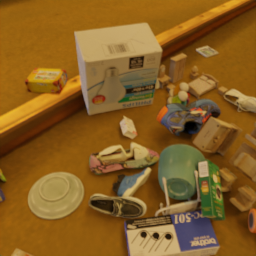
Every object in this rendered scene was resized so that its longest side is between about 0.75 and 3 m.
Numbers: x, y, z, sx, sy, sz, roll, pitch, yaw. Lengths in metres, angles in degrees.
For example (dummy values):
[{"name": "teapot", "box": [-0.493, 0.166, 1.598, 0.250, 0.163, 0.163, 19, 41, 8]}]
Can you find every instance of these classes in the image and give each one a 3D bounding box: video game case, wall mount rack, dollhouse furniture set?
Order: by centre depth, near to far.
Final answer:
[{"name": "wall mount rack", "box": [1.485, 1.967, 7.975, 1.644, 1.428, 0.613, -10, 45, -11]}, {"name": "dollhouse furniture set", "box": [3.615, 0.893, 8.766, 1.708, 2.253, 2.571, 12, 26, -47]}, {"name": "dollhouse furniture set", "box": [2.927, -2.212, 12.663, 2.132, 1.221, 2.500, -29, 50, -28]}, {"name": "video game case", "box": [4.426, -4.276, 15.719, 0.846, 0.109, 0.930, -20, 47, -20]}]

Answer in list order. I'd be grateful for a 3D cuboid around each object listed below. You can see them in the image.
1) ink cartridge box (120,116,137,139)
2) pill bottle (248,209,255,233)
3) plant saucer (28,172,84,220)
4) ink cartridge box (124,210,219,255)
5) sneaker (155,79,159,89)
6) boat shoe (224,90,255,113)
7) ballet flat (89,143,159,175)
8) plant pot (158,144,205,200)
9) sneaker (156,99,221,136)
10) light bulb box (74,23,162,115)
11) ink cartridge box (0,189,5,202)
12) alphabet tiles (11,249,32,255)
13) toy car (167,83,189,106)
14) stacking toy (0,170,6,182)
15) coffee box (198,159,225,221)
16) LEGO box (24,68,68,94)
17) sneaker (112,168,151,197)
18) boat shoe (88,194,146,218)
[{"name": "ink cartridge box", "box": [-0.013, -0.018, 10.799, 0.499, 0.289, 0.857, 28, 29, -34]}, {"name": "pill bottle", "box": [4.252, 2.650, 7.589, 1.788, 0.950, 0.950, 6, 43, 8]}, {"name": "plant saucer", "box": [-2.258, 1.977, 8.703, 1.729, 0.434, 1.729, 0, 43, 0]}, {"name": "ink cartridge box", "box": [1.122, 2.953, 7.576, 2.327, 0.514, 1.094, -5, 44, -6]}, {"name": "sneaker", "box": [1.196, -2.202, 12.851, 0.372, 0.522, 1.053, -35, 70, 18]}, {"name": "boat shoe", "box": [4.777, -1.073, 11.857, 0.739, 0.640, 1.733, -25, 46, -25]}, {"name": "ballet flat", "box": [-0.107, 0.955, 9.452, 2.444, 0.870, 0.845, -9, 31, -10]}, {"name": "plant pot", "box": [1.558, 1.424, 8.433, 1.467, 1.467, 1.177, 11, 37, 11]}, {"name": "sneaker", "box": [2.444, -0.285, 10.582, 2.970, 1.119, 1.165, -12, 57, -31]}, {"name": "light bulb box", "box": [-0.455, -2.302, 11.308, 2.930, 2.956, 1.844, -11, 55, -11]}, {"name": "ink cartridge box", "box": [-5.132, 1.810, 8.366, 1.978, 1.107, 2.899, -32, 50, -30]}, {"name": "alphabet tiles", "box": [-2.529, 3.865, 6.927, 1.568, 0.059, 1.311, 14, 44, 15]}, {"name": "toy car", "box": [2.269, -1.313, 12.041, 0.821, 0.959, 1.095, 32, 53, -25]}, {"name": "stacking toy", "box": [-4.322, 1.472, 9.082, 0.326, 0.772, 0.699, -32, 61, -20]}, {"name": "coffee box", "box": [2.308, 1.738, 7.804, 0.340, 0.950, 1.545, -16, 61, 32]}, {"name": "LEGO box", "box": [-3.779, -2.199, 13.020, 1.573, 0.607, 1.171, 5, 44, 11]}, {"name": "sneaker", "box": [0.074, 1.626, 8.977, 0.773, 0.534, 1.390, 34, 61, 22]}, {"name": "boat shoe", "box": [-0.342, 2.306, 8.039, 1.693, 0.610, 0.600, 5, 3, 9]}]
